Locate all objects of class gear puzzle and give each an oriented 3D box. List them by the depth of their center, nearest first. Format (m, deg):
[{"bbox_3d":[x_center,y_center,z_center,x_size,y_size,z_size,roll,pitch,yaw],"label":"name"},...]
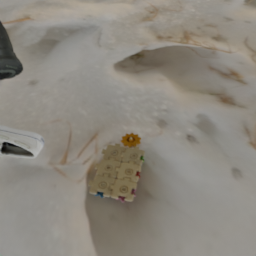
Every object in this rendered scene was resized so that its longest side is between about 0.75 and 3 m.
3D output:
[{"bbox_3d":[-0.171,0.862,6.763,1.079,0.273,2.084,8,44,11],"label":"gear puzzle"}]

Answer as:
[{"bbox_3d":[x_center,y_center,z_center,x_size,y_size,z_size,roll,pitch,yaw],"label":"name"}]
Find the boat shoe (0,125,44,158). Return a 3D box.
[{"bbox_3d":[-3.084,0.399,6.926,1.898,0.683,0.624,11,43,-1],"label":"boat shoe"}]

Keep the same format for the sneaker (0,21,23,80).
[{"bbox_3d":[-3.146,-1.399,5.714,2.716,1.233,1.031,-12,4,35],"label":"sneaker"}]
